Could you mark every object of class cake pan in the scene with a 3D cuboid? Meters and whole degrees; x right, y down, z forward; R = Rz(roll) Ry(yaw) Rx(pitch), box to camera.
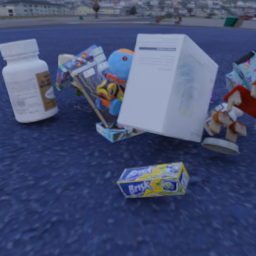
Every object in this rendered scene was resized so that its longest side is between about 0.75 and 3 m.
[{"bbox_3d":[2.623,0.515,7.943,1.061,0.195,1.061,17,-9,3],"label":"cake pan"}]

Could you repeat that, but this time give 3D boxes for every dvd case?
[{"bbox_3d":[-0.884,-1.321,9.887,0.182,2.276,1.692,-27,10,41],"label":"dvd case"}]

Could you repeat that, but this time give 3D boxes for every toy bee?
[{"bbox_3d":[-0.461,-1.015,8.779,1.468,1.219,2.243,22,11,6],"label":"toy bee"}]

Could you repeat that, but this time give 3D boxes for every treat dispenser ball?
[{"bbox_3d":[-0.161,-2.144,9.775,1.165,1.165,1.165,0,25,0],"label":"treat dispenser ball"}]

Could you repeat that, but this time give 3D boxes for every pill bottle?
[{"bbox_3d":[-3.711,-1.752,10.423,1.607,2.810,1.607,-8,19,3],"label":"pill bottle"},{"bbox_3d":[3.146,-0.367,9.466,1.299,0.756,0.756,-34,18,17],"label":"pill bottle"}]

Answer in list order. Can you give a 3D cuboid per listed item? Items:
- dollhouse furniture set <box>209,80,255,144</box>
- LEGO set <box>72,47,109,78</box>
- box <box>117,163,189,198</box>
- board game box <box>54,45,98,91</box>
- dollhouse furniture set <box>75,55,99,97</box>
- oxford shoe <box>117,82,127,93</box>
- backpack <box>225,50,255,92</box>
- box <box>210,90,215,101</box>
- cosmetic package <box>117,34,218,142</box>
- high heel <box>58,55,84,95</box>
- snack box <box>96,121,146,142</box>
[{"bbox_3d":[3.670,-0.481,7.730,2.106,2.129,1.097,29,50,-8],"label":"dollhouse furniture set"},{"bbox_3d":[-1.065,-1.749,7.498,0.939,0.701,0.230,-24,-18,5],"label":"LEGO set"},{"bbox_3d":[0.544,1.209,6.384,1.543,0.496,0.541,-13,24,32],"label":"box"},{"bbox_3d":[-1.844,-2.160,10.097,0.304,1.193,1.763,45,59,4],"label":"board game box"},{"bbox_3d":[-1.815,-2.324,12.175,1.822,1.193,0.914,-19,52,26],"label":"dollhouse furniture set"},{"bbox_3d":[0.213,-1.559,11.401,2.468,0.873,0.911,37,66,-2],"label":"oxford shoe"},{"bbox_3d":[4.221,-1.344,9.342,1.942,1.462,1.724,55,12,18],"label":"backpack"},{"bbox_3d":[2.673,-1.750,13.489,1.675,0.478,2.447,-16,29,-31],"label":"box"},{"bbox_3d":[1.282,-1.043,8.320,1.586,2.580,2.572,15,2,36],"label":"cosmetic package"},{"bbox_3d":[-1.751,-1.889,11.875,2.928,1.046,2.088,45,3,27],"label":"high heel"},{"bbox_3d":[-0.084,-0.047,10.007,1.821,0.338,1.058,-16,29,-31],"label":"snack box"}]
